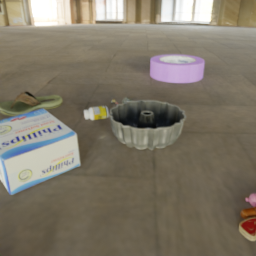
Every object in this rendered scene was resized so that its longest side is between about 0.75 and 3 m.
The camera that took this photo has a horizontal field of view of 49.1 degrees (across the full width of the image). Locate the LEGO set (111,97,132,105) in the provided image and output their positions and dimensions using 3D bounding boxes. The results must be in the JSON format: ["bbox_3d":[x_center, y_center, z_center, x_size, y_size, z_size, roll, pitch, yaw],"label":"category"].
[{"bbox_3d":[-0.189,-1.165,11.880,1.089,0.309,0.707,1,25,1],"label":"LEGO set"}]

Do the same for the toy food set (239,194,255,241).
[{"bbox_3d":[2.856,1.807,5.706,1.786,0.281,1.135,-29,37,-33],"label":"toy food set"}]

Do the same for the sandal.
[{"bbox_3d":[-3.870,-1.089,11.041,2.649,0.756,1.052,-19,42,-39],"label":"sandal"}]

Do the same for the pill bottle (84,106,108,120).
[{"bbox_3d":[-1.185,-0.537,10.372,0.834,0.467,0.467,-9,27,-17],"label":"pill bottle"}]

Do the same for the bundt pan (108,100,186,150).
[{"bbox_3d":[0.581,-0.064,8.866,2.417,0.907,2.417,1,25,0],"label":"bundt pan"}]

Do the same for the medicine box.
[{"bbox_3d":[-2.578,0.492,7.321,1.851,1.046,2.032,-21,34,-34],"label":"medicine box"}]

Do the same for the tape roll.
[{"bbox_3d":[2.740,-3.389,15.816,2.965,0.973,2.965,-1,25,0],"label":"tape roll"}]
